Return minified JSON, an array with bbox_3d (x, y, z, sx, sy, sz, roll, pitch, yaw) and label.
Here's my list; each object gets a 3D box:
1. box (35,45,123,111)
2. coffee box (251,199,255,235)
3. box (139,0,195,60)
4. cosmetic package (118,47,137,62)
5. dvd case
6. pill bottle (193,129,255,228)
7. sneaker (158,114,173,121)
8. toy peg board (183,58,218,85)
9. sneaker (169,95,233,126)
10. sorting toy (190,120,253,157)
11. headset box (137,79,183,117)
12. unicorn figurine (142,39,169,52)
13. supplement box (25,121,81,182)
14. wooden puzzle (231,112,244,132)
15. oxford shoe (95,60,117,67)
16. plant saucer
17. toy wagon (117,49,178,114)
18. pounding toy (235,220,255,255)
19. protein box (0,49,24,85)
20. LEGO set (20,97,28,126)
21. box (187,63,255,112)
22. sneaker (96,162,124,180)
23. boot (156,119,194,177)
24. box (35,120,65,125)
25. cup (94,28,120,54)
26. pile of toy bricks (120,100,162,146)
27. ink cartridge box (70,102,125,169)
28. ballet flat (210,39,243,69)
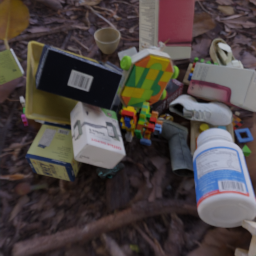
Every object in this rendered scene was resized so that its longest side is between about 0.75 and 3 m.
[{"bbox_3d":[-1.533,-1.523,8.286,2.147,1.118,1.955,16,14,-23],"label":"box"},{"bbox_3d":[4.154,2.194,7.674,1.815,1.026,0.724,-16,55,-13],"label":"coffee box"},{"bbox_3d":[1.458,-4.243,11.005,1.556,2.855,1.826,-10,27,-17],"label":"box"},{"bbox_3d":[0.094,-2.590,10.922,0.700,0.700,0.849,-19,96,8],"label":"cosmetic package"},{"bbox_3d":[-0.591,-1.272,9.646,0.135,1.685,1.253,-4,31,-42],"label":"dvd case"},{"bbox_3d":[2.515,1.242,7.645,1.413,1.413,2.519,5,42,4],"label":"pill bottle"},{"bbox_3d":[1.137,-0.170,9.928,0.912,0.342,0.411,-30,39,-17],"label":"sneaker"},{"bbox_3d":[2.964,-2.210,11.236,1.213,0.593,1.208,18,54,12],"label":"toy peg board"},{"bbox_3d":[2.399,-0.491,9.497,2.237,0.833,0.974,17,28,38],"label":"sneaker"},{"bbox_3d":[2.834,0.325,9.432,2.768,0.377,1.558,4,56,6],"label":"sorting toy"},{"bbox_3d":[0.987,-1.344,10.503,1.473,0.743,1.982,38,62,25],"label":"headset box"},{"bbox_3d":[0.905,-2.688,9.937,0.844,0.454,1.229,16,80,-25],"label":"unicorn figurine"},{"bbox_3d":[-2.182,0.733,8.814,1.411,0.947,1.409,11,54,8],"label":"supplement box"},{"bbox_3d":[3.646,-0.195,10.052,1.194,0.084,0.708,-33,60,-21],"label":"wooden puzzle"},{"bbox_3d":[-0.510,-1.903,10.533,1.091,0.940,2.586,1,33,-29],"label":"oxford shoe"},{"bbox_3d":[-2.138,-1.254,9.192,2.553,0.619,2.553,9,69,-36],"label":"plant saucer"},{"bbox_3d":[0.439,-1.279,9.032,1.974,2.544,0.503,3,39,-32],"label":"toy wagon"},{"bbox_3d":[3.767,3.244,6.089,2.961,1.693,1.698,17,84,-12],"label":"pounding toy"},{"bbox_3d":[-4.674,-2.304,10.600,1.042,1.050,0.708,-24,21,-6],"label":"protein box"},{"bbox_3d":[-3.658,-0.750,10.202,0.484,0.521,1.269,-15,54,-11],"label":"LEGO set"},{"bbox_3d":[3.348,-1.401,9.573,2.099,1.144,1.342,22,8,43],"label":"box"},{"bbox_3d":[-0.503,1.350,8.587,1.024,0.386,0.406,-8,54,-41],"label":"sneaker"},{"bbox_3d":[1.378,0.631,8.861,1.565,0.625,1.721,13,56,-13],"label":"boot"},{"bbox_3d":[-2.626,-0.760,9.920,1.235,0.812,1.242,16,54,23],"label":"box"},{"bbox_3d":[-0.887,-3.721,12.263,1.111,0.795,1.111,-1,53,1],"label":"cup"},{"bbox_3d":[0.464,-0.296,8.668,1.280,2.307,1.139,14,73,9],"label":"pile of toy bricks"},{"bbox_3d":[-0.934,0.179,8.300,1.310,0.757,1.801,20,38,-34],"label":"ink cartridge box"},{"bbox_3d":[4.025,-2.535,11.269,1.013,1.013,2.916,-9,54,-7],"label":"ballet flat"}]
